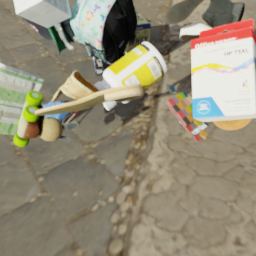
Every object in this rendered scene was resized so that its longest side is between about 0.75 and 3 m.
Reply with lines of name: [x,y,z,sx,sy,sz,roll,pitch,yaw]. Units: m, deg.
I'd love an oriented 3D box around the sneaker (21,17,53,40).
sneaker: [-3.837,-4.472,11.977,0.570,1.626,0.667,-37,44,11]

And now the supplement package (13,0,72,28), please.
supplement package: [-2.844,-4.228,9.267,1.125,1.117,1.482,-14,-4,24]

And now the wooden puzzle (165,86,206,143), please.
wooden puzzle: [1.533,-0.427,7.235,0.990,0.117,1.669,-31,81,-46]

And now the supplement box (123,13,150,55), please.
supplement box: [0.223,-4.620,14.190,1.193,1.776,1.778,-14,43,-15]

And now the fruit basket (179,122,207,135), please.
fruit basket: [2.381,-0.156,10.253,0.728,0.369,0.786,-30,53,-29]

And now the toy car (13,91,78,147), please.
toy car: [-2.104,-0.086,7.378,1.436,1.180,1.133,17,40,-23]

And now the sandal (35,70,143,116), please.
sandal: [-0.931,-0.873,6.166,2.544,0.837,0.933,-9,-1,20]

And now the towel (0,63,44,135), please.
towel: [-3.385,-0.728,7.786,0.309,2.012,1.501,39,13,30]

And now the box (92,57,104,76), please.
box: [-1.425,-3.589,12.991,0.399,1.834,1.469,-6,43,-10]

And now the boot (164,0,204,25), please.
boot: [2.062,-4.243,9.786,1.736,0.639,0.655,-29,15,35]

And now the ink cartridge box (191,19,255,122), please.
ink cartridge box: [2.254,-1.396,6.573,1.390,2.392,0.804,-4,-7,31]

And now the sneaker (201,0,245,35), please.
sneaker: [3.081,-3.598,9.599,1.308,0.753,2.507,21,80,25]

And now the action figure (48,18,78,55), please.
action figure: [-2.897,-4.502,11.016,0.793,2.898,1.712,3,52,31]

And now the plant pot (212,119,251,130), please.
plant pot: [2.762,-0.657,7.602,1.545,1.545,1.081,6,34,7]

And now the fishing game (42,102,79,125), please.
fishing game: [-2.996,-0.467,10.648,2.216,0.345,1.587,10,42,22]

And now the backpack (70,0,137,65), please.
backpack: [-0.855,-4.016,10.351,2.088,2.774,2.462,29,82,7]

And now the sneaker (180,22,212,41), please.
sneaker: [2.973,-3.819,10.943,1.815,0.661,0.768,8,71,10]

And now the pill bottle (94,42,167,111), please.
pill bottle: [-0.002,-1.241,6.971,1.773,0.986,0.986,-37,49,-5]
